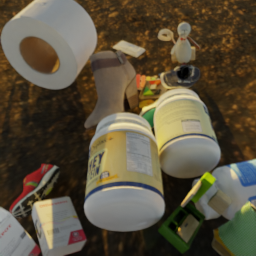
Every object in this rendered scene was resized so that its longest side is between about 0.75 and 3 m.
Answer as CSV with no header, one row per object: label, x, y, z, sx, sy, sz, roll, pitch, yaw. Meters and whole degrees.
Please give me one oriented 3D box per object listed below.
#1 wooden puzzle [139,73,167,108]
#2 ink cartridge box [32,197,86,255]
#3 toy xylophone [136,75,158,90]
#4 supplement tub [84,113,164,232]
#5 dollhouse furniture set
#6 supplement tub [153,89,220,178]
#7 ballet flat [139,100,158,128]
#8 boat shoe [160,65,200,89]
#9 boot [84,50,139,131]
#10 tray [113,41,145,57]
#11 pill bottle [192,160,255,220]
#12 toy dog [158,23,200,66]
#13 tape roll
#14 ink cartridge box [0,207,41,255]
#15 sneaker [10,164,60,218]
wooden puzzle,0.917,-1.395,9.919,1.034,0.179,1.532,-4,52,29
ink cartridge box,-1.634,2.300,6.514,0.904,0.524,1.224,-1,40,-34
toy xylophone,0.726,-1.753,10.641,1.230,0.309,0.901,-2,47,-2
supplement tub,-0.101,1.035,6.933,1.808,1.808,2.503,-1,48,-1
dollhouse furniture set,1.973,2.213,5.746,2.150,1.409,1.079,40,36,16
supplement tub,1.575,0.108,7.991,1.618,1.618,2.232,-1,47,-1
ballet flat,0.914,-0.558,9.366,2.117,0.735,0.735,-32,54,-31
boat shoe,2.067,-1.862,9.972,2.183,0.684,0.793,-19,90,-42
boot,-0.710,-1.348,8.932,1.000,2.081,2.846,-14,13,38
tray,0.038,-3.558,12.454,1.338,0.148,0.718,28,54,24
pill bottle,2.851,1.511,6.893,2.340,1.313,1.313,-9,47,-9
toy dog,2.123,-3.010,10.882,1.385,2.101,1.012,-12,68,29
tape roll,-2.774,-3.081,10.170,2.831,2.831,1.944,12,47,11
ink cartridge box,-2.674,2.503,5.717,0.675,1.593,1.160,16,48,29
sneaker,-2.506,1.604,7.338,0.734,0.666,1.729,16,38,18
